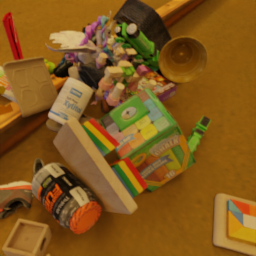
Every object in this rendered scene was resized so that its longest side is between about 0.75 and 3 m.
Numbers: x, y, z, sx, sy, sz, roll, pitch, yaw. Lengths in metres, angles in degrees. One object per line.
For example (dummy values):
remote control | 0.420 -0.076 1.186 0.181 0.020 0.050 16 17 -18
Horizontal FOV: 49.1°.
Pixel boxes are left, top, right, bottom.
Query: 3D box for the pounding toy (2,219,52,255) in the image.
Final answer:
pounding toy | -2.371 3.064 6.795 1.181 0.615 1.344 8 44 9

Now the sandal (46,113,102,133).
sandal | -1.736 -0.257 8.728 2.207 0.596 0.886 7 37 39

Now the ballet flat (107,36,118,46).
ballet flat | -0.738 -4.809 15.234 2.050 0.639 0.691 -26 49 -25

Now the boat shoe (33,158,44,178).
boat shoe | -2.741 1.482 8.606 0.469 0.462 1.302 -16 45 -17

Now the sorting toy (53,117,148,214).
sorting toy | -0.720 0.872 6.867 0.812 2.335 2.321 -35 91 -25

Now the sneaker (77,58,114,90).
sneaker | -0.956 -1.945 9.452 1.163 0.973 2.562 -35 21 -10

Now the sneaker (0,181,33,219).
sneaker | -3.668 2.087 7.728 2.118 0.816 0.867 -12 58 0

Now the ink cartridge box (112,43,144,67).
ink cartridge box | -0.174 -2.799 11.836 0.836 1.448 1.991 -24 14 -20

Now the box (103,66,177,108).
box | 0.372 -1.314 9.823 2.325 0.455 1.591 -30 55 -34

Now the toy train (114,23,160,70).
toy train | 0.506 -2.742 9.734 0.836 2.965 0.619 -2 79 27

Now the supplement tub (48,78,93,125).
supplement tub | -1.609 -0.675 7.856 0.821 0.821 1.244 24 85 24

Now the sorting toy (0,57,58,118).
sorting toy | -3.873 -1.453 10.351 0.364 2.026 2.719 -8 14 37

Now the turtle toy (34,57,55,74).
turtle toy | -4.054 -2.687 12.857 1.523 0.770 1.110 -33 52 -31

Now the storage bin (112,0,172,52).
storage bin | 0.598 -3.724 10.639 1.505 2.227 1.044 42 96 24

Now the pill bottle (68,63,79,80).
pill bottle | -1.661 -2.486 11.946 1.638 0.910 0.910 -27 49 -26

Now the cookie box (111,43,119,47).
cookie box | -0.019 -3.950 13.642 1.459 0.641 1.706 -23 8 -23

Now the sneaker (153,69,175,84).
sneaker | 1.039 -2.564 12.486 2.910 1.217 1.757 16 36 15

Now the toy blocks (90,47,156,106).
toy blocks | -0.303 -1.335 8.514 1.563 1.408 1.673 -13 61 -35

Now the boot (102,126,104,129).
boot | -0.986 -0.104 10.345 0.874 0.330 0.998 -3 22 -46

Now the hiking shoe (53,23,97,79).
hiking shoe | -2.302 -3.246 12.232 2.627 0.977 1.139 -40 71 4

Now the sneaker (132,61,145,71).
sneaker | 0.298 -2.175 9.760 0.340 0.311 0.798 41 15 17

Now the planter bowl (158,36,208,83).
planter bowl | 1.963 -2.561 10.155 1.734 1.734 0.722 3 36 4

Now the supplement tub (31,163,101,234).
supplement tub | -1.578 1.786 7.178 1.774 1.087 1.087 33 52 32

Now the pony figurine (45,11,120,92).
pony figurine | -1.526 -2.782 10.542 2.708 2.806 2.336 -11 35 -7

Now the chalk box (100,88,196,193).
chalk box | 0.497 0.241 7.910 1.742 2.800 1.733 -34 49 4

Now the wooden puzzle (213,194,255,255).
wooden puzzle | 3.220 2.591 7.521 1.740 0.324 1.610 10 44 11

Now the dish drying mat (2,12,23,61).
dish drying mat | -4.187 -2.753 10.755 0.271 2.982 1.145 -11 38 -10

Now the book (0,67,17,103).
book | -5.148 -1.837 11.825 1.744 0.419 1.165 28 45 -7

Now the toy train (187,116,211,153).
toy train | 2.260 0.404 9.547 0.468 0.632 2.242 32 52 9

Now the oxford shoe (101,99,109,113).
oxford shoe | -0.930 -0.914 11.304 0.329 0.329 0.923 0 41 -13
